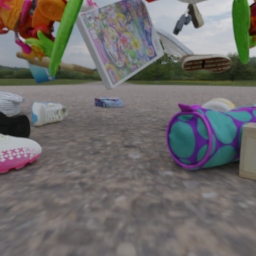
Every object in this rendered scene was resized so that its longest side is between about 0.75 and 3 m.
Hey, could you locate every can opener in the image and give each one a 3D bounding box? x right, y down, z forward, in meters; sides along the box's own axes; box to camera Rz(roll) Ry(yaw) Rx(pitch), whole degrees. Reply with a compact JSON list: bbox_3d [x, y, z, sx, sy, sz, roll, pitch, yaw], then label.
[{"bbox_3d":[1.976,-3.710,9.935,0.469,1.404,0.374,31,-37,-10],"label":"can opener"}]

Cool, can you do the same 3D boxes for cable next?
[{"bbox_3d":[-5.386,-1.012,11.338,2.026,0.702,2.027,-4,18,-34],"label":"cable"}]

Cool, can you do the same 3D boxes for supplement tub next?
[{"bbox_3d":[2.399,-0.300,7.523,0.956,0.956,1.315,5,13,24],"label":"supplement tub"}]

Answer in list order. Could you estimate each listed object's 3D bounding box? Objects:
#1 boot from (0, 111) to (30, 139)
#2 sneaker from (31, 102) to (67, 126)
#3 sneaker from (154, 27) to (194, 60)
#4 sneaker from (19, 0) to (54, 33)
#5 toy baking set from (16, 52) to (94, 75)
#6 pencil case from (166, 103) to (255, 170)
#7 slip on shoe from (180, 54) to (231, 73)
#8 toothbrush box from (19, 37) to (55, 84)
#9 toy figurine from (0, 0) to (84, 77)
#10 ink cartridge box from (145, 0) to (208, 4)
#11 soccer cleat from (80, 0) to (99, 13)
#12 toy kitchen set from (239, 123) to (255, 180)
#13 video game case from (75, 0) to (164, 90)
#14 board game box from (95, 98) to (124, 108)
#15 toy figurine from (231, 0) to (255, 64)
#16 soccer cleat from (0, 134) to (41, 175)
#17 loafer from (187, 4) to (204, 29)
[{"bbox_3d":[-3.321,0.116,6.093,1.544,0.865,2.232,-4,-3,5],"label":"boot"},{"bbox_3d":[-2.618,-0.509,9.309,0.784,0.743,1.941,2,12,4],"label":"sneaker"},{"bbox_3d":[1.856,-3.554,12.147,2.075,0.735,0.758,37,16,-1],"label":"sneaker"},{"bbox_3d":[-2.604,-3.207,7.645,0.672,1.007,1.757,-12,7,10],"label":"sneaker"},{"bbox_3d":[-2.320,-1.911,8.600,2.796,0.325,2.146,15,5,6],"label":"toy baking set"},{"bbox_3d":[1.932,0.048,5.163,2.475,1.144,1.053,-8,13,-32],"label":"pencil case"},{"bbox_3d":[2.545,-2.176,9.244,1.667,0.634,0.505,-5,42,-4],"label":"slip on shoe"},{"bbox_3d":[-3.536,-2.910,11.118,0.780,1.829,1.339,-10,45,2],"label":"toothbrush box"},{"bbox_3d":[-2.192,-2.329,4.860,2.622,2.138,2.848,22,-23,-15],"label":"toy figurine"},{"bbox_3d":[1.188,-3.846,7.583,2.365,0.675,1.923,-10,-6,32],"label":"ink cartridge box"},{"bbox_3d":[-1.786,-4.766,11.071,1.575,0.680,0.550,34,5,23],"label":"soccer cleat"},{"bbox_3d":[3.072,-0.095,4.432,1.856,1.679,2.057,8,13,37],"label":"toy kitchen set"},{"bbox_3d":[-0.088,-2.629,8.254,0.260,2.067,2.886,-7,25,44],"label":"video game case"},{"bbox_3d":[-0.844,-1.327,14.521,1.354,0.418,1.354,-7,12,-31],"label":"board game box"},{"bbox_3d":[3.692,-2.698,6.665,2.029,1.655,2.205,-11,-16,15],"label":"toy figurine"},{"bbox_3d":[-2.457,0.271,4.405,2.264,0.977,0.791,-9,14,-41],"label":"soccer cleat"},{"bbox_3d":[2.600,-4.332,10.787,0.389,1.141,0.432,-11,-9,-29],"label":"loafer"}]
